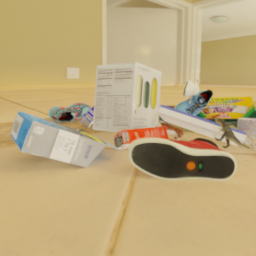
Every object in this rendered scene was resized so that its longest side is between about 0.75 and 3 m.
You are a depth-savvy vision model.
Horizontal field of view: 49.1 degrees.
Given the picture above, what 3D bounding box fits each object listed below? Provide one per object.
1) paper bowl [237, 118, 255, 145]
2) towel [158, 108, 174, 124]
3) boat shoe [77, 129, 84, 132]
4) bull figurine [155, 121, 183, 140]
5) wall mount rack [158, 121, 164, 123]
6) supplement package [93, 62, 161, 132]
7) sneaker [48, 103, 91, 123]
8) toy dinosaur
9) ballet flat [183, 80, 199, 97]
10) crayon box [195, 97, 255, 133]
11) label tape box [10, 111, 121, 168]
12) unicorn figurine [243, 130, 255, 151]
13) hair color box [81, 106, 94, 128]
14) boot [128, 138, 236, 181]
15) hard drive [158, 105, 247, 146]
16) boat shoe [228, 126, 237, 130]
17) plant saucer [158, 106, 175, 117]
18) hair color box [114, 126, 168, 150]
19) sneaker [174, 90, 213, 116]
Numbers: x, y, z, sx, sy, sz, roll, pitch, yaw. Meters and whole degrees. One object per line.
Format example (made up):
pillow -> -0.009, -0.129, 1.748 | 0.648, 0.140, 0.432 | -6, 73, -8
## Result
paper bowl -> 4.984, 0.186, 10.226 | 1.912, 0.994, 1.912 | 4, 4, 0
towel -> 1.908, -0.584, 13.491 | 1.846, 0.200, 1.354 | -35, 13, -34
boat shoe -> -2.087, 0.171, 12.346 | 0.274, 0.279, 0.774 | 1, 12, 1
bull figurine -> 1.625, 0.134, 11.333 | 1.203, 0.392, 0.730 | 18, 48, 11
wall mount rack -> 1.357, -0.021, 12.517 | 0.911, 0.391, 1.048 | 9, -14, 26
supplement package -> -0.017, -1.153, 11.742 | 2.014, 2.673, 2.029 | 4, 1, 36
sneaker -> -3.032, -0.683, 15.372 | 2.425, 0.962, 1.159 | -15, 32, -30
toy dinosaur -> 3.002, 0.302, 8.479 | 0.580, 1.316, 0.312 | -42, -6, 12
ballet flat -> 2.808, -1.724, 12.299 | 0.706, 0.706, 2.034 | 3, 14, 13
crayon box -> 4.493, -0.669, 13.238 | 2.730, 0.796, 2.356 | 0, 30, 15
label tape box -> -2.003, 0.466, 8.875 | 2.919, 0.965, 2.091 | 23, -2, -33
unicorn figurine -> 5.012, 0.730, 8.940 | 2.220, 0.820, 1.525 | 12, 0, -15
hair color box -> -1.528, -0.806, 13.613 | 1.625, 0.526, 0.888 | -49, 1, -25
boot -> 1.418, 0.720, 8.247 | 2.875, 1.041, 2.074 | 8, 12, -1
hard drive -> 2.627, -0.058, 10.144 | 2.924, 0.371, 1.929 | 20, -2, 17
boat shoe -> 3.921, 0.136, 11.794 | 1.320, 0.414, 0.484 | 0, -23, 42
plant saucer -> 2.369, -0.766, 15.444 | 2.142, 0.344, 2.142 | 2, 21, -1
hair color box -> 0.458, 0.363, 10.144 | 1.757, 0.538, 0.892 | -6, -14, -23
sneaker -> 2.901, -1.031, 12.371 | 2.364, 0.927, 1.063 | -44, 5, -28
